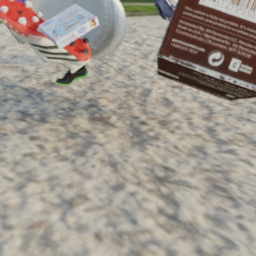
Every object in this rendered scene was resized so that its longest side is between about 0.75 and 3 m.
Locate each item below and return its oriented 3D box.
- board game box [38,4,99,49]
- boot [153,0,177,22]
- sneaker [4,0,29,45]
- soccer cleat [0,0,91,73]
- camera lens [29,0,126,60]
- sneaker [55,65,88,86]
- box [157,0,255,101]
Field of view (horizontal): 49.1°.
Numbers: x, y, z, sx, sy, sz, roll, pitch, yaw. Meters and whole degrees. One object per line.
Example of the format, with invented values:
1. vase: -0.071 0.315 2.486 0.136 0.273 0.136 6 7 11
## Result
1. board game box: -1.007 -1.718 4.698 0.787 0.162 0.785 -35 50 -11
2. boot: 1.437 -3.588 9.009 0.701 1.553 0.565 -39 28 1
3. sneaker: -3.336 -3.525 7.919 1.018 2.440 0.984 -36 63 -4
4. soccer cleat: -1.721 -1.750 5.519 2.053 0.875 0.705 22 50 -29
5. camera lens: -1.363 -3.245 8.425 2.303 2.303 2.879 5 14 8
6. sneaker: -1.780 -1.657 8.666 0.448 0.489 1.168 23 46 38
7. box: 2.204 -2.183 6.745 2.429 2.405 2.928 20 5 4
